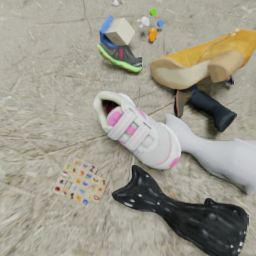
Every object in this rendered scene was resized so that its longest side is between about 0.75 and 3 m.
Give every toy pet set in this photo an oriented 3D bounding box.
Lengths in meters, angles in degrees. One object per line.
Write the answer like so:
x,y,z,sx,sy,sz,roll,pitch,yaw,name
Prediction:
-0.058,-3.361,9.023,1.007,1.896,1.770,14,69,47,toy pet set

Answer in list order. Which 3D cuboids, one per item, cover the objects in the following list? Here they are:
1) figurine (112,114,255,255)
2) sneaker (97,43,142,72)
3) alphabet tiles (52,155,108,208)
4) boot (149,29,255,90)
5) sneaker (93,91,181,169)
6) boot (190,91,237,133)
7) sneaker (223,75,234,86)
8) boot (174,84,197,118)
1.464,1.099,6.439,2.784,1.228,2.853,24,61,19,figurine
-0.236,-2.195,8.430,1.494,0.573,0.626,22,93,-20,sneaker
-1.112,1.313,6.759,1.165,0.044,0.974,21,77,12,alphabet tiles
2.081,-1.933,7.672,2.696,0.949,1.930,11,45,48,boot
0.049,0.026,6.579,2.629,1.160,1.069,39,103,29,sneaker
2.139,-0.474,7.347,1.235,0.561,1.469,35,23,19,boot
2.755,-1.571,8.028,0.343,0.978,0.401,-44,31,17,sneaker
1.648,-0.834,7.913,0.649,0.500,1.340,5,56,3,boot
